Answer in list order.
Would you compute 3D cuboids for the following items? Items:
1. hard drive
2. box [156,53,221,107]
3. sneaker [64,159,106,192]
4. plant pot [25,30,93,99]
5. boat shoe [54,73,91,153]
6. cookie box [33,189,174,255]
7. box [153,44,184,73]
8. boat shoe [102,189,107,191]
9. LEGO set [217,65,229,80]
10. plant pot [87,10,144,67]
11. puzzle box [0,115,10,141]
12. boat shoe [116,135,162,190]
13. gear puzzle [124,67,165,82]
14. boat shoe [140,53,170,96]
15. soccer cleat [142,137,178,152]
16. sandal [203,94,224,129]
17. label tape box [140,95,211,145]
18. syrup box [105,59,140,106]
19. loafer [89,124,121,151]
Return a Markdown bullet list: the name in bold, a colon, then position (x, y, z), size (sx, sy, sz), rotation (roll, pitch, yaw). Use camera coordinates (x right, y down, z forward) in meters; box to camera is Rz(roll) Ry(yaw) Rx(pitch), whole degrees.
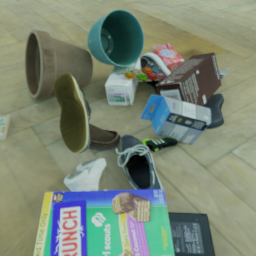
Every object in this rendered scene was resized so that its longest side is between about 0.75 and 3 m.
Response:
- **hard drive**: position (0.931, 2.549, 6.385), size (1.902, 0.313, 1.327), rotation (2, 41, 2)
- **box**: position (2.244, -1.501, 9.922), size (1.036, 1.385, 2.765), rotation (0, 32, 41)
- **sneaker**: position (-1.050, 1.405, 7.504), size (0.684, 0.873, 1.757), rotation (-15, 10, 25)
- **plant pot**: position (-2.594, -2.368, 10.752), size (2.184, 2.504, 2.504), rotation (-4, 38, -31)
- **boat shoe**: position (-1.541, -0.461, 8.592), size (1.014, 0.898, 2.770), rotation (-26, 61, 21)
- **cookie box**: position (-0.429, 2.217, 5.139), size (2.385, 0.896, 2.040), rotation (-1, 47, -3)
- **box**: position (1.684, -2.819, 12.001), size (0.793, 0.860, 1.676), rotation (-13, 44, -9)
- **boat shoe**: position (-0.811, 2.507, 6.087), size (0.830, 0.903, 2.526), rotation (23, 45, 9)
- **LEGO set**: position (2.951, -2.514, 12.021), size (2.534, 0.622, 1.893), rotation (-17, 44, -14)
- **plant pot**: position (-0.644, -3.296, 10.687), size (1.974, 1.974, 1.584), rotation (-30, 23, -30)
- **puzzle box**: position (-4.896, 0.064, 9.326), size (1.716, 0.218, 1.141), rotation (-6, 41, -7)
- **boat shoe**: position (0.216, 0.971, 7.762), size (0.948, 0.783, 2.533), rotation (-22, 43, 4)
- **gear puzzle**: position (0.586, -2.027, 10.374), size (1.602, 0.210, 0.830), rotation (-8, 48, -21)
- **boat shoe**: position (1.011, -2.088, 11.342), size (0.948, 1.001, 2.863), rotation (-15, 51, -19)
- **soccer cleat**: position (0.974, 0.542, 8.692), size (1.137, 0.384, 0.461), rotation (-2, 45, 9)
- **sandal**: position (2.868, -0.534, 9.702), size (0.919, 0.517, 2.416), rotation (-12, 26, 25)
- **label tape box**: position (1.369, -0.222, 8.485), size (1.821, 1.305, 0.602), rotation (13, 55, -8)
- **syrup box**: position (-0.133, -1.858, 10.978), size (0.893, 0.924, 2.269), rotation (2, 42, 14)
- **loafer**: position (-1.167, 0.236, 8.789), size (1.882, 0.668, 0.687), rotation (3, 41, 3)
